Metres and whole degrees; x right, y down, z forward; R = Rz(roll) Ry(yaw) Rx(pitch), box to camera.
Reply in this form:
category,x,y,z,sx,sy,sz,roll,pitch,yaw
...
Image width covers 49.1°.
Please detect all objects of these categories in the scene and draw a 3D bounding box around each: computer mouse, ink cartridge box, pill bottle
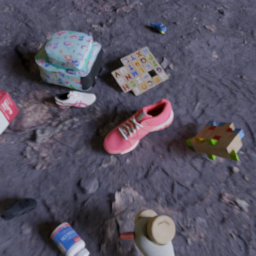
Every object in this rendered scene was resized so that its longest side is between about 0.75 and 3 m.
category,x,y,z,sx,sy,sz,roll,pitch,yaw
computer mouse,-3.733,2.499,8.017,2.454,0.719,0.418,-9,68,-52
ink cartridge box,-5.786,-0.196,10.086,2.077,1.180,2.850,20,59,13
pill bottle,-1.659,3.355,8.087,1.118,0.627,0.627,39,65,22

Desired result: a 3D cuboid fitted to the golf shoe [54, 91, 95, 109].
category,x,y,z,sx,sy,sz,roll,pitch,yaw
golf shoe,-2.074,-1.132,10.972,1.580,0.727,0.573,-7,64,-5

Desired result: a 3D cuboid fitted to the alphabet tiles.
category,x,y,z,sx,sy,sz,roll,pitch,yaw
alphabet tiles,0.417,-2.350,11.832,2.068,0.078,1.729,-30,80,-18

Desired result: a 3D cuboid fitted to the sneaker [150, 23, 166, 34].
category,x,y,z,sx,sy,sz,roll,pitch,yaw
sneaker,1.477,-4.973,13.677,0.908,0.356,0.299,40,32,23

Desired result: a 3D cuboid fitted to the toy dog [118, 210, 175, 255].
category,x,y,z,sx,sy,sz,roll,pitch,yaw
toy dog,0.602,3.496,7.223,1.345,1.842,2.793,-11,61,-20

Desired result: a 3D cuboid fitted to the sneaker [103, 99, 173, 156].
category,x,y,z,sx,sy,sz,roll,pitch,yaw
sneaker,0.302,-0.154,9.869,2.918,1.265,1.075,-33,67,-10

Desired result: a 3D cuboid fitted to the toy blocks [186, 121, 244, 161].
category,x,y,z,sx,sy,sz,roll,pitch,yaw
toy blocks,3.184,0.336,9.681,1.335,0.976,1.953,-43,29,-24

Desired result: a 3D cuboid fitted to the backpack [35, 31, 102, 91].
category,x,y,z,sx,sy,sz,roll,pitch,yaw
backpack,-2.501,-2.801,11.515,2.471,1.861,2.194,9,56,12
